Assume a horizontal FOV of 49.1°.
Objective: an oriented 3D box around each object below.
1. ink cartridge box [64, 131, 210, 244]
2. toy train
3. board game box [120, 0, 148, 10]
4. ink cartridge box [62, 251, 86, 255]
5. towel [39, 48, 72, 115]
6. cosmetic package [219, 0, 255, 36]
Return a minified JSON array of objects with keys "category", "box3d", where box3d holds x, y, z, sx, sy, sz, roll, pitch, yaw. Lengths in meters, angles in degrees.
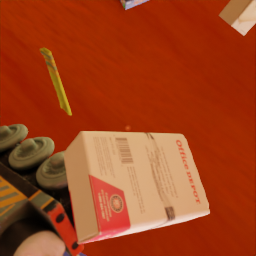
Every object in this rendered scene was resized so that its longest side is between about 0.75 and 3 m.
[{"category":"ink cartridge box","box3d":[0.083,0.521,2.686,1.197,0.505,0.867,2,61,-33]},{"category":"toy train","box3d":[-1.566,0.924,3.877,2.848,1.213,1.623,17,46,40]},{"category":"board game box","box3d":[0.448,-4.401,8.436,1.760,0.303,1.192,-26,74,-8]},{"category":"ink cartridge box","box3d":[-0.160,2.379,3.316,1.967,1.971,0.400,27,109,-1]},{"category":"towel","box3d":[-1.380,-0.876,5.374,0.116,1.281,0.551,-23,31,-17]},{"category":"cosmetic package","box3d":[2.638,-2.697,5.878,1.302,0.674,0.476,-52,53,28]}]
